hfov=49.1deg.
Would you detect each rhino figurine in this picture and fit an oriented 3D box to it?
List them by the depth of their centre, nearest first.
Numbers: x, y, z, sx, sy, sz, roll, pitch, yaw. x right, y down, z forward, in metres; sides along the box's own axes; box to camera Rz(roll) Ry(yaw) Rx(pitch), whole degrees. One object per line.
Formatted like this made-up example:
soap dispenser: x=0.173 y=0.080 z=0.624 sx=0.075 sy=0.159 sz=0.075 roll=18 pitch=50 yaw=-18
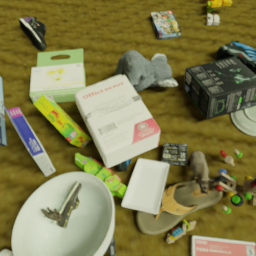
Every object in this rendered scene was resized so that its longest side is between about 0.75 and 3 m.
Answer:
rhino figurine: x=-2.140 y=2.372 z=7.687 sx=0.816 sy=0.357 sz=0.244 roll=-3 pitch=36 yaw=38
rhino figurine: x=2.166 y=1.345 z=8.463 sx=0.492 sy=0.720 sz=1.646 roll=9 pitch=34 yaw=-8

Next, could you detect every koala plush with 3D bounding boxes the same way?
koala plush: x=0.742 y=-1.974 z=10.283 sx=2.010 sy=1.847 sz=1.782 roll=-6 pitch=59 yaw=-17

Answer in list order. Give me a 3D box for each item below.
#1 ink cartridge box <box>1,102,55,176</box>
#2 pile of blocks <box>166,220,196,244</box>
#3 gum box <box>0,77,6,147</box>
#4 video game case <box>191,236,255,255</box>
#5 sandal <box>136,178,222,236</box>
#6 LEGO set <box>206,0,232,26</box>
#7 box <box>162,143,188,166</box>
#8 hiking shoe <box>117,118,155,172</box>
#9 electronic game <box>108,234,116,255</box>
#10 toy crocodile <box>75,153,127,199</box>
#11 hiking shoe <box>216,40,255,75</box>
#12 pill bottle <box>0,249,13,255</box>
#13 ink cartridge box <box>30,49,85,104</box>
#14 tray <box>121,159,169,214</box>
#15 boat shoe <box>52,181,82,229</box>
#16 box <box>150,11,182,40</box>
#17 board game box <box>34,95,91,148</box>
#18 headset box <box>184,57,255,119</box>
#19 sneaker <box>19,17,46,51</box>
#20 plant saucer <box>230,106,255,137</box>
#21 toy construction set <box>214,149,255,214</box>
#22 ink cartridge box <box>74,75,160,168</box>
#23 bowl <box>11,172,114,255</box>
ink cartridge box: x=-3.032 y=0.335 z=8.653 sx=0.425 sy=1.964 sz=1.928 roll=-30 pitch=64 yaw=-18
pile of blocks: x=1.467 y=2.904 z=8.053 sx=0.994 sy=0.408 sz=0.309 roll=-27 pitch=41 yaw=-18
gum box: x=-5.809 y=-0.450 z=9.450 sx=2.978 sy=0.663 sz=2.530 roll=-9 pitch=77 yaw=-5
video game case: x=2.562 y=4.246 z=7.370 sx=1.776 sy=0.217 sz=2.484 roll=5 pitch=60 yaw=3
sandal: x=1.542 y=2.152 z=8.272 sx=2.870 sy=0.775 sz=1.153 roll=-20 pitch=62 yaw=-11
LEGO set: x=4.177 y=-5.744 z=12.870 sx=0.931 sy=0.865 sz=2.268 roll=8 pitch=61 yaw=0
box: x=1.540 y=0.868 z=9.208 sx=0.800 sy=0.345 sz=0.655 roll=2 pitch=60 yaw=12
hiking shoe: x=0.228 y=0.431 z=9.254 sx=0.973 sy=0.835 sz=2.244 roll=13 pitch=62 yaw=6
electronic game: x=-0.452 y=3.263 z=7.547 sx=0.187 sy=0.898 sz=0.898 roll=-6 pitch=60 yaw=-2
toy crocodile: x=-0.797 y=1.479 z=8.711 sx=2.156 sy=0.728 sz=0.666 roll=34 pitch=61 yaw=16
hiking shoe: x=4.850 y=-2.577 z=10.911 sx=1.185 sy=1.017 sz=2.734 roll=-37 pitch=66 yaw=-18
pill bottle: x=-2.828 y=3.767 z=7.349 sx=1.308 sy=0.745 sz=0.745 roll=19 pitch=61 yaw=12
ink cartridge box: x=-2.714 y=-2.231 z=10.960 sx=1.982 sy=0.653 sz=2.724 roll=-6 pitch=61 yaw=-3
tray: x=0.574 y=1.746 z=8.501 sx=1.054 sy=0.218 sz=1.963 roll=8 pitch=40 yaw=14
boat shoe: x=-1.620 y=2.173 z=7.908 sx=0.432 sy=0.512 sz=1.436 roll=29 pitch=98 yaw=-7
box: x=1.676 y=-4.611 z=12.537 sx=1.023 sy=0.282 sz=1.498 roll=-11 pitch=60 yaw=-6
board game box: x=-2.194 y=-0.203 z=9.396 sx=1.965 sy=0.998 sz=0.468 roll=43 pitch=88 yaw=17
headset box: x=3.412 y=-1.505 z=10.042 sx=2.183 sy=1.012 sz=1.900 roll=-16 pitch=45 yaw=-9
sneaker: x=-3.870 y=-4.182 z=12.042 sx=0.892 sy=0.771 sz=2.037 roll=-29 pitch=64 yaw=-22
plant saucer: x=4.553 y=-0.477 z=10.039 sx=1.641 sy=0.412 sz=1.641 roll=0 pitch=60 yaw=0
toy construction set: x=3.460 y=1.638 z=8.532 sx=1.498 sy=1.381 sz=1.797 roll=-29 pitch=46 yaw=21
ink cartridge box: x=-0.383 y=-0.269 z=8.611 sx=1.781 sy=1.037 sz=2.446 roll=-22 pitch=60 yaw=-12
bowl: x=-1.501 y=2.689 z=7.455 sx=2.811 sy=1.263 sz=2.811 roll=-12 pitch=45 yaw=12
